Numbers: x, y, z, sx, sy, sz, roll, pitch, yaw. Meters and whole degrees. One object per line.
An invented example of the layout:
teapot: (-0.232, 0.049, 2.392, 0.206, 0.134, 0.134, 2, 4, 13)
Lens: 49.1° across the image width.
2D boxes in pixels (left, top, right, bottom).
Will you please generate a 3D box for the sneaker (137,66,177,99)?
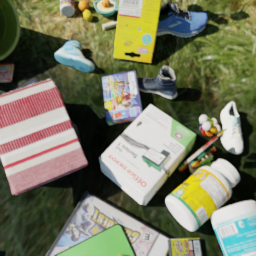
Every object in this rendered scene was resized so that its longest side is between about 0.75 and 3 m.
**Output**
sneaker: (0.947, -1.740, 9.972, 1.682, 1.215, 0.639, 17, 65, 18)

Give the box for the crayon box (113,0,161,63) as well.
crayon box: (0.338, -3.896, 10.970, 1.585, 0.634, 2.496, 10, 102, 4)

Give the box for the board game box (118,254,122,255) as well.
board game box: (-0.008, 3.726, 7.125, 0.817, 0.232, 0.675, 22, 62, 10)

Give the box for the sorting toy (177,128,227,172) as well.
sorting toy: (2.293, 0.735, 8.394, 0.925, 1.918, 0.324, -29, 73, -41)

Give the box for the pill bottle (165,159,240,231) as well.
pill bottle: (2.179, 1.847, 8.035, 2.062, 1.163, 1.163, -36, 67, -16)

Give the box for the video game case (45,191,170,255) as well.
video game case: (-0.625, 3.550, 7.631, 2.887, 0.368, 2.609, 26, 65, 13)

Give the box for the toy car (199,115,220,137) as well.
toy car: (2.668, -0.033, 9.433, 0.659, 0.565, 0.754, 16, 39, -26)

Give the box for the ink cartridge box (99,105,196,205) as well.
ink cartridge box: (0.593, 0.800, 8.688, 1.838, 1.061, 2.516, 35, 67, 19)

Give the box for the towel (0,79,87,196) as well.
towel: (-2.622, 0.156, 7.921, 2.103, 0.332, 2.920, -21, 73, -12)

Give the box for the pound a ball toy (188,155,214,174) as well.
pound a ball toy: (2.295, 1.285, 8.879, 0.916, 0.389, 0.598, -22, 100, -16)

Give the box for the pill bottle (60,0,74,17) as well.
pill bottle: (-2.694, -5.502, 12.360, 0.628, 0.628, 1.080, -6, 62, -4)

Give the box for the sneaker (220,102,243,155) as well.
sneaker: (3.470, -0.032, 9.308, 0.674, 0.792, 1.791, -1, 61, -1)

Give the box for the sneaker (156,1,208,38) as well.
sneaker: (1.964, -4.468, 11.476, 2.714, 1.210, 1.066, -4, 62, -3)

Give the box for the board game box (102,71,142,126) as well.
board game box: (-0.219, -1.090, 9.996, 1.277, 0.325, 1.886, -10, 64, 5)

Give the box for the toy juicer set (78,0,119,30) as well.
toy juicer set: (-1.150, -5.111, 12.130, 1.558, 0.666, 2.448, -40, 69, -19)

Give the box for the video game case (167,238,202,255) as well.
video game case: (1.569, 3.562, 7.509, 0.996, 0.141, 1.102, 7, 63, -22)

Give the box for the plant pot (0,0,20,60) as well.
plant pot: (-5.999, -4.071, 10.544, 2.622, 2.761, 2.761, 27, 63, 36)

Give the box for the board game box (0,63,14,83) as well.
board game box: (-4.771, -2.112, 10.778, 0.604, 0.185, 0.797, -4, 62, -2)

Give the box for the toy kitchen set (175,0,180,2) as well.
toy kitchen set: (2.412, -5.946, 11.206, 1.241, 1.549, 0.912, -34, 103, 3)

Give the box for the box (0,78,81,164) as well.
box: (-3.131, 0.078, 8.854, 2.301, 1.426, 2.262, -36, 69, -18)

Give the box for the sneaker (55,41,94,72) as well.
sneaker: (-1.907, -2.878, 10.935, 1.665, 0.662, 1.087, 23, 63, 9)

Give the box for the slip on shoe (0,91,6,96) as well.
slip on shoe: (-4.291, -1.102, 9.346, 0.277, 0.905, 0.335, 29, 86, 32)

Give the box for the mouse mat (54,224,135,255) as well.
mouse mat: (-0.785, 3.688, 7.304, 2.068, 0.078, 1.664, -24, 64, -12)

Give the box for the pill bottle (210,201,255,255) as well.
pill bottle: (3.183, 3.254, 7.217, 1.362, 1.362, 2.459, -13, 63, -7)
